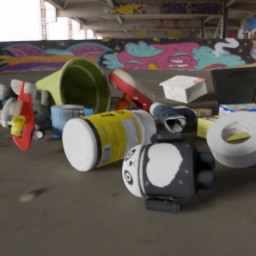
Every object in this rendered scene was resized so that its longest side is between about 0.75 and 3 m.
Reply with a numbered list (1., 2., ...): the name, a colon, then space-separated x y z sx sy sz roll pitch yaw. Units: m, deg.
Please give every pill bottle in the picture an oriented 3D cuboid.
1. pill bottle: -0.412 0.223 7.357 2.285 1.306 1.306 -14 20 -42

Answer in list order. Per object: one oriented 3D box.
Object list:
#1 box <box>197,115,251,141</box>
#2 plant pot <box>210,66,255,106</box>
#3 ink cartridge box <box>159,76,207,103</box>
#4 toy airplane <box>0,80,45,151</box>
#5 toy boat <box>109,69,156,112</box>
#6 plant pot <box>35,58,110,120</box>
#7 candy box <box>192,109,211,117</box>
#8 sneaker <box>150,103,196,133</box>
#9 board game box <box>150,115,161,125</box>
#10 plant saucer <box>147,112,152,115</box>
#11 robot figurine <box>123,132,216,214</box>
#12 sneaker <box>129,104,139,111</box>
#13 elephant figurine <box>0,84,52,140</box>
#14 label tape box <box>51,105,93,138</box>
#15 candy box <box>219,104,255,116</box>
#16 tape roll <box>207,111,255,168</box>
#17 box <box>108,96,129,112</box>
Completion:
1. box: 3.673 -0.070 9.598 2.625 0.658 0.988 -6 15 -28
2. plant pot: 5.441 -2.021 14.074 2.218 1.968 2.213 0 10 24
3. ink cartridge box: 3.271 -2.399 17.054 1.591 0.922 2.732 -26 24 -18
4. toy airplane: -2.968 -0.443 7.501 1.214 1.721 1.713 -8 51 -12
5. toy boat: 0.021 -1.251 11.667 2.398 1.567 1.565 29 9 -45
6. plant pot: -2.495 -1.261 11.264 2.435 2.649 2.649 -4 10 37
7. candy box: 3.303 -0.715 12.862 0.898 0.248 0.518 -5 15 -24
8. sneaker: 1.974 -0.297 10.494 2.016 0.766 1.456 6 23 -26
9. board game box: 0.416 -0.363 11.577 1.730 0.252 1.164 11 18 35
10. plant saucer: 1.273 -0.621 12.629 1.082 0.199 1.084 10 19 32
11. robot figurine: 0.743 0.800 5.273 1.712 1.068 1.286 -2 22 19
12. sneaker: 0.504 -0.894 13.328 1.118 0.451 0.417 -14 45 -32
13. elephant figurine: -3.504 -0.531 10.150 2.582 2.003 1.827 15 -18 15
14. label tape box: -1.789 -0.196 9.393 1.454 1.049 0.460 4 16 11
15. candy box: 4.840 -0.584 11.645 1.618 0.623 1.368 -2 15 -10
16. tape roll: 2.828 0.269 7.184 1.505 0.497 1.505 -21 38 17
17. box: -1.154 -1.035 12.890 2.422 0.849 0.779 8 17 26
